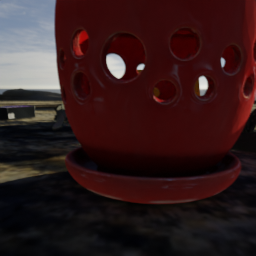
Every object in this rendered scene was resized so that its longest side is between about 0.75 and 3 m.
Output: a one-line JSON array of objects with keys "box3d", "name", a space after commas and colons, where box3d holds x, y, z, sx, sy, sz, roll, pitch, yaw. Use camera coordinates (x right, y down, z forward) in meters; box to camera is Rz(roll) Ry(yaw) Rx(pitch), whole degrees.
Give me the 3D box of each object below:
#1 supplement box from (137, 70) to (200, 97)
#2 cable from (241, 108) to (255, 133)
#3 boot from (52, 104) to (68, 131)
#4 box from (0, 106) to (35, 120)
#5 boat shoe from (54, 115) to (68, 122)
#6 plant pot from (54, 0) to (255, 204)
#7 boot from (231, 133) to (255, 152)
[{"box3d": [1.211, -1.032, 10.329, 2.218, 1.493, 2.249, -1, -10, -7], "name": "supplement box"}, {"box3d": [3.857, -0.228, 7.019, 2.058, 0.523, 1.679, -21, -24, 23], "name": "cable"}, {"box3d": [-2.394, -0.392, 9.545, 0.329, 0.636, 0.973, -5, 32, 23], "name": "boot"}, {"box3d": [-5.676, -0.768, 13.984, 1.149, 0.642, 1.628, 1, 7, 31], "name": "box"}, {"box3d": [-2.903, -0.453, 12.305, 1.023, 0.339, 0.382, -2, 3, 44], "name": "boat shoe"}, {"box3d": [0.416, -0.475, 4.078, 2.828, 2.575, 2.828, -1, 8, 0], "name": "plant pot"}, {"box3d": [2.725, 0.134, 6.264, 0.999, 0.823, 0.328, 4, 12, 38], "name": "boot"}]
